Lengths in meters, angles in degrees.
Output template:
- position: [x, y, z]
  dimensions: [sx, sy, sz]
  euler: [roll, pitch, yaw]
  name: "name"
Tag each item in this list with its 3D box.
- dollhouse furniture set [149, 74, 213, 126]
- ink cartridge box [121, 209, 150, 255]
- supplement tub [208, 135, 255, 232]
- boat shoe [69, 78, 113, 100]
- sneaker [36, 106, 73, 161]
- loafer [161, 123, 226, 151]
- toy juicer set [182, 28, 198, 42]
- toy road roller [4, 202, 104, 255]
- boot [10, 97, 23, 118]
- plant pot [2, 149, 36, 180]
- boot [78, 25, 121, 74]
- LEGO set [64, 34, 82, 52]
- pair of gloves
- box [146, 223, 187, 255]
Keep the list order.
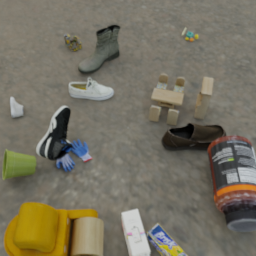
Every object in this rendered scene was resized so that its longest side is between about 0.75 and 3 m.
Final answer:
- position: [2.135, -1.335, 11.425]
  dimensions: [2.275, 1.481, 2.090]
  euler: [12, 51, 10]
  name: "dollhouse furniture set"
- position: [0.236, 3.270, 8.026]
  dimensions: [0.526, 0.908, 1.559]
  euler: [-11, 52, -9]
  name: "ink cartridge box"
- position: [3.430, 1.739, 8.908]
  dimensions: [1.508, 1.508, 2.821]
  euler: [3, 52, 2]
  name: "supplement tub"
- position: [-1.632, -1.765, 12.186]
  dimensions: [1.970, 0.840, 0.728]
  euler: [5, 51, 4]
  name: "boat shoe"
- position: [-2.294, 0.249, 9.972]
  dimensions: [1.133, 0.740, 2.025]
  euler: [18, 74, 27]
  name: "sneaker"
- position: [2.525, 0.284, 10.474]
  dimensions: [2.502, 0.893, 0.913]
  euler: [-9, 51, -8]
  name: "loafer"
- position: [3.282, -4.993, 15.250]
  dimensions: [0.618, 0.264, 0.971]
  euler: [-43, 64, -8]
  name: "toy juicer set"
- position: [-2.020, 2.926, 7.651]
  dimensions: [2.613, 1.907, 1.606]
  euler: [-1, 51, -1]
  name: "toy road roller"
- position: [-4.675, -0.883, 11.821]
  dimensions: [0.500, 0.385, 1.046]
  euler: [-9, 59, -16]
  name: "boot"
- position: [-3.711, 1.278, 9.598]
  dimensions: [0.977, 1.029, 1.029]
  euler: [7, 45, -29]
  name: "plant pot"
- position: [-1.421, -3.819, 13.306]
  dimensions: [0.884, 1.706, 2.612]
  euler: [37, 59, 26]
  name: "boot"
- position: [-2.897, -4.543, 14.605]
  dimensions: [0.823, 0.620, 1.071]
  euler: [-15, 52, -12]
  name: "LEGO set"
- position: [-2.067, 1.014, 10.363]
  dimensions: [1.369, 0.156, 1.101]
  euler: [-27, 55, -21]
  name: "pair of gloves"
- position: [1.156, 3.497, 8.100]
  dimensions: [0.456, 0.497, 1.419]
  euler: [-33, 58, -24]
  name: "box"
